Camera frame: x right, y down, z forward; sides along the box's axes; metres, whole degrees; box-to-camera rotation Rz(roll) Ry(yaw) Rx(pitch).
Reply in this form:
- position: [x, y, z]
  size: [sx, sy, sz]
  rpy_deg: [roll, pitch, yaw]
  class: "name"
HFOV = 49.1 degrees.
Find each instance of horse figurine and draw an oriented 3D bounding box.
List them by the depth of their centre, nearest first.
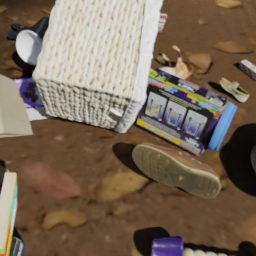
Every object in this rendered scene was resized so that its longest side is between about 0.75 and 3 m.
- position: [1.248, -1.972, 9.760]
  size: [2.654, 0.663, 1.759]
  rpy_deg: [-14, 63, -18]
  class: "horse figurine"

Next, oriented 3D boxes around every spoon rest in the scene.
- position: [-2.773, -2.380, 9.200]
  size: [2.164, 1.075, 0.656]
  rpy_deg: [28, 30, 3]
  class: "spoon rest"

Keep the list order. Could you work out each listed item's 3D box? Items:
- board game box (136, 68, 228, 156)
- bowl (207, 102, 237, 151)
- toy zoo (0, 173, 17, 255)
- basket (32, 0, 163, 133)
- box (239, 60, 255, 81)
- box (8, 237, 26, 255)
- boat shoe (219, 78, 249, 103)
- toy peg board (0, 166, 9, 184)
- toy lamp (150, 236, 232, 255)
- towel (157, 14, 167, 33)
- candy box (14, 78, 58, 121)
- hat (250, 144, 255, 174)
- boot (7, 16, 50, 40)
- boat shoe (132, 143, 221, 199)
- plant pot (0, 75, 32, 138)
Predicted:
- position: [1.385, -0.421, 7.699]
  size: [2.105, 1.740, 0.597]
  rpy_deg: [28, 45, 17]
  class: "board game box"
- position: [2.549, -0.018, 7.557]
  size: [0.273, 1.390, 1.390]
  rpy_deg: [24, 54, 17]
  class: "bowl"
- position: [-2.213, 1.764, 5.078]
  size: [0.190, 1.855, 1.217]
  rpy_deg: [7, 52, -17]
  class: "toy zoo"
- position: [-0.746, -1.769, 7.278]
  size: [2.406, 2.965, 2.992]
  rpy_deg: [13, 74, -6]
  class: "basket"
- position: [4.590, -1.920, 10.015]
  size: [0.296, 0.277, 1.430]
  rpy_deg: [-23, 54, -18]
  class: "box"
- position: [-3.763, 3.309, 5.438]
  size: [2.872, 0.625, 2.301]
  rpy_deg: [2, 50, 2]
  class: "box"
- position: [3.535, -1.331, 9.307]
  size: [1.096, 0.364, 0.406]
  rpy_deg: [42, 47, 11]
  class: "boat shoe"
- position: [-4.349, 1.225, 7.026]
  size: [1.744, 0.857, 1.751]
  rpy_deg: [23, 54, 18]
  class: "toy peg board"
- position: [1.771, 2.754, 5.833]
  size: [2.618, 0.762, 0.762]
  rpy_deg: [6, 50, 6]
  class: "toy lamp"
- position: [1.085, -4.684, 12.404]
  size: [1.069, 0.169, 1.483]
  rpy_deg: [11, 49, 12]
  class: "towel"
- position: [-2.744, -0.999, 9.022]
  size: [1.713, 0.613, 1.437]
  rpy_deg: [-9, 51, -7]
  class: "candy box"
- position: [4.362, 1.073, 7.060]
  size: [2.555, 1.031, 2.555]
  rpy_deg: [-6, 48, 6]
  class: "hat"
- position: [-4.122, -4.192, 11.676]
  size: [1.357, 0.617, 1.615]
  rpy_deg: [14, 58, 6]
  class: "boot"
- position: [1.212, 0.988, 7.168]
  size: [2.337, 0.841, 0.789]
  rpy_deg: [24, 30, 0]
  class: "boat shoe"
- position: [-3.765, -0.535, 7.371]
  size: [1.777, 1.779, 1.575]
  rpy_deg: [-5, 88, 4]
  class: "plant pot"
